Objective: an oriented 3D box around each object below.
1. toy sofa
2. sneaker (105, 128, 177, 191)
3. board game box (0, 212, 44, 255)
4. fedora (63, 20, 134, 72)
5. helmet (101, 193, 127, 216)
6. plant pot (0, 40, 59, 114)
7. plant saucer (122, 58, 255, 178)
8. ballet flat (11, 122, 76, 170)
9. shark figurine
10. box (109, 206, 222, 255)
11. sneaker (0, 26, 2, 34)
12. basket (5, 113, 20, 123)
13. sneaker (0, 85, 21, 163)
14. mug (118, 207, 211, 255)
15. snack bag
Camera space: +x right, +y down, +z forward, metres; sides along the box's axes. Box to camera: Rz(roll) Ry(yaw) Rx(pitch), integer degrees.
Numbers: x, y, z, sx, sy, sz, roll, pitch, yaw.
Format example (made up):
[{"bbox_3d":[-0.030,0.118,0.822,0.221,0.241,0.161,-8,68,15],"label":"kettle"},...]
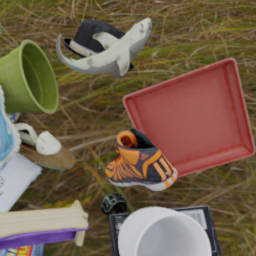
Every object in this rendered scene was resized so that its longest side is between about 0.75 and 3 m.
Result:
[{"bbox_3d":[-1.911,2.222,5.978,2.030,0.841,0.991,3,19,-28],"label":"toy sofa"},{"bbox_3d":[0.033,0.648,6.497,0.906,2.336,1.309,-43,110,-33],"label":"sneaker"},{"bbox_3d":[-3.975,3.841,8.032,2.713,0.774,2.770,4,60,3],"label":"board game box"},{"bbox_3d":[-0.822,-2.847,9.353,2.529,1.155,2.529,19,22,-8],"label":"fedora"},{"bbox_3d":[-0.452,2.452,8.853,0.802,0.802,0.765,-33,21,-18],"label":"helmet"},{"bbox_3d":[-3.416,-1.187,8.117,2.025,2.132,2.132,-15,60,9],"label":"plant pot"},{"bbox_3d":[1.530,-0.111,6.903,2.619,2.624,0.482,-19,24,11],"label":"plant saucer"},{"bbox_3d":[-2.474,0.370,7.464,2.354,0.851,0.798,22,41,18],"label":"ballet flat"},{"bbox_3d":[-0.735,-1.812,7.961,3.101,1.294,1.853,-9,64,18],"label":"shark figurine"},{"bbox_3d":[0.936,3.357,7.852,2.795,1.603,1.847,-4,58,-4],"label":"box"},{"bbox_3d":[-4.037,-3.026,8.148,0.580,0.776,1.729,-38,32,25],"label":"sneaker"},{"bbox_3d":[-4.679,-0.453,10.406,1.102,0.869,1.250,10,33,16],"label":"basket"},{"bbox_3d":[-3.551,-0.472,6.494,1.083,1.243,2.764,-40,71,10],"label":"sneaker"},{"bbox_3d":[0.533,2.640,5.660,1.510,1.794,2.046,5,80,-16],"label":"mug"},{"bbox_3d":[-3.704,1.385,7.550,2.116,0.226,1.995,30,70,17],"label":"snack bag"}]
